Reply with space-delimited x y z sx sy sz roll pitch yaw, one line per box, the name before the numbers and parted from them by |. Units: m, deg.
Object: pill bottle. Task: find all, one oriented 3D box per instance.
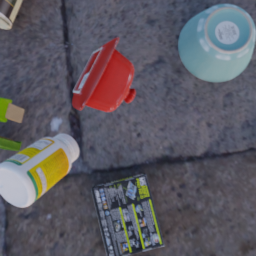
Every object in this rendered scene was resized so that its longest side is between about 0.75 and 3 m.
pill bottle | -2.073 0.895 6.733 1.104 1.957 1.104 12 118 23

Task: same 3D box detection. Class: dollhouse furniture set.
dollhouse furniture set | -4.768 -0.175 9.520 2.390 1.199 1.565 3 77 29

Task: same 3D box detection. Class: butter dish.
butter dish | -0.480 -1.167 7.573 1.494 2.021 2.015 28 88 -20

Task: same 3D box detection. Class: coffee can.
coffee can | -4.332 -4.875 9.344 1.813 1.813 2.477 20 85 2

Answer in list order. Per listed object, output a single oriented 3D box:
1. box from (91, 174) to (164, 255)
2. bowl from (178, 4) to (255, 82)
box | -0.021 2.882 9.216 1.894 0.523 2.365 -15 85 -2
bowl | 3.125 -3.000 9.376 2.661 1.392 2.661 0 83 -1
